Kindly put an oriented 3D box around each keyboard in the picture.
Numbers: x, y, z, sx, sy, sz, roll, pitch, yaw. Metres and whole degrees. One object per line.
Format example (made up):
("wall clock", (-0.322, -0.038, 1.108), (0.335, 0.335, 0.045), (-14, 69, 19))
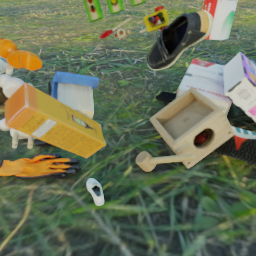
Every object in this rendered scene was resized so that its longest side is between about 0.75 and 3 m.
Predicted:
("keyboard", (1.864, -0.932, 10.187), (1.819, 0.187, 1.156), (17, 31, 26))

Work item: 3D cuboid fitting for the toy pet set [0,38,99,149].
("toy pet set", (-1.701, -0.739, 5.322), (2.194, 2.350, 1.248), (5, 48, -20))

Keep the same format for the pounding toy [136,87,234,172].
("pounding toy", (1.400, 0.427, 7.197), (2.398, 1.097, 2.107), (-37, 35, 3))

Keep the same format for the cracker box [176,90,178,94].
("cracker box", (2.274, -1.446, 10.940), (0.541, 0.233, 0.808), (16, 35, 24))

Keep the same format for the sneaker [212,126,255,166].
("sneaker", (3.097, 0.454, 7.601), (1.098, 0.827, 2.349), (10, 10, -41))

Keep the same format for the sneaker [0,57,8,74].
("sneaker", (-3.264, -1.813, 5.460), (2.081, 0.806, 0.829), (36, 45, -20))

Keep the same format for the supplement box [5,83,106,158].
("supplement box", (-1.162, -0.050, 4.737), (1.702, 0.585, 0.566), (29, 31, -43))

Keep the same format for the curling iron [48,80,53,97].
("curling iron", (-2.633, -1.147, 10.258), (0.713, 0.368, 2.877), (-42, 34, 3))

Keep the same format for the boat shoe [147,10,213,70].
("boat shoe", (1.088, -2.203, 7.217), (0.753, 0.903, 2.419), (-7, -8, -29))

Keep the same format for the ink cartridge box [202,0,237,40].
("ink cartridge box", (2.809, -3.498, 8.679), (0.465, 1.493, 1.855), (22, 30, 28))

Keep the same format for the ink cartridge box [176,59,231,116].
("ink cartridge box", (2.692, -1.311, 9.622), (1.676, 0.946, 2.283), (19, 44, 13))

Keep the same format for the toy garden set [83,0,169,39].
("toy garden set", (-0.044, -3.731, 8.512), (2.582, 2.152, 0.515), (-15, 9, 13))

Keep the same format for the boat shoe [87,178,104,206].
("boat shoe", (-0.730, 1.381, 6.397), (0.312, 0.283, 0.847), (-15, 35, -22))

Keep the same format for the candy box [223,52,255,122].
("candy box", (3.975, -1.006, 8.522), (2.249, 0.805, 1.887), (37, 37, -10))

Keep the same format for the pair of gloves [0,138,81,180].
("pair of gloves", (-2.199, 0.583, 7.675), (2.086, 0.290, 2.342), (1, 31, 2))

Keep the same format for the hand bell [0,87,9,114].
("hand bell", (-4.885, -1.308, 10.317), (1.157, 1.157, 2.221), (-21, 25, -30))
